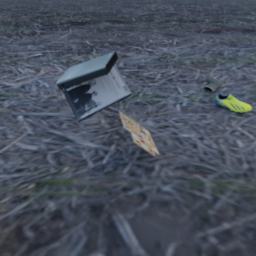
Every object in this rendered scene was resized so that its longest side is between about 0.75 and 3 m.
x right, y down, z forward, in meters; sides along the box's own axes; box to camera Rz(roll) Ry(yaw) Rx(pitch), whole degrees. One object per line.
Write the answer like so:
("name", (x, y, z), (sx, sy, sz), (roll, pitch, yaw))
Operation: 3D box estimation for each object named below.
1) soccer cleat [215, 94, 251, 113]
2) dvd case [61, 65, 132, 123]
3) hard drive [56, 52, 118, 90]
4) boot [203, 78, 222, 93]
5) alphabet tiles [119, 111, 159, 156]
("soccer cleat", (3.842, -0.924, 10.268), (1.314, 0.550, 0.425), (19, 36, 28))
("dvd case", (-0.919, -1.067, 7.861), (1.676, 0.207, 1.260), (-27, 74, -6))
("hard drive", (-1.055, -1.508, 7.365), (1.487, 0.244, 1.037), (-13, 31, 23))
("boot", (3.479, -1.813, 11.993), (0.928, 0.337, 0.844), (-34, 42, -32))
("alphabet tiles", (0.301, 0.186, 7.648), (1.214, 0.055, 1.452), (35, 18, -27))
